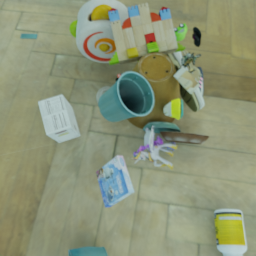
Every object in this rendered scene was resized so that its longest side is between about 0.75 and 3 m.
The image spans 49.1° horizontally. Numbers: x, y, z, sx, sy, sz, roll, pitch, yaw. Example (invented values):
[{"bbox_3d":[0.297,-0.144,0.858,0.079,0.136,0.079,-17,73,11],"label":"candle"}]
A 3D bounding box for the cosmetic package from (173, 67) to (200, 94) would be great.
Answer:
[{"bbox_3d":[1.935,-1.554,9.239,0.450,0.855,0.304,-46,34,11],"label":"cosmetic package"}]

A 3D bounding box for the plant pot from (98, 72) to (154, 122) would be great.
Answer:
[{"bbox_3d":[-0.162,-0.894,9.273,1.483,1.452,1.483,12,69,-34],"label":"plant pot"}]

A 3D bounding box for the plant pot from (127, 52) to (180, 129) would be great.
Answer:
[{"bbox_3d":[0.949,-1.528,10.684,2.470,2.650,2.470,0,67,0],"label":"plant pot"}]

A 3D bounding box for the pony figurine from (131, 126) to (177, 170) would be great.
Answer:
[{"bbox_3d":[0.969,0.737,10.227,1.513,1.260,1.460,13,81,-2],"label":"pony figurine"}]

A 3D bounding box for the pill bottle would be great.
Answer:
[{"bbox_3d":[3.399,3.604,9.295,0.938,0.938,1.675,2,65,1],"label":"pill bottle"}]

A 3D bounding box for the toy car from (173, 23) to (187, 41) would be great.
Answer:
[{"bbox_3d":[1.796,-3.706,11.774,2.007,2.133,0.476,-36,63,-14],"label":"toy car"}]

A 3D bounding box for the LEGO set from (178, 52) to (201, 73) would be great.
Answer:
[{"bbox_3d":[2.022,-2.250,9.651,0.856,1.318,0.373,-27,69,-16],"label":"LEGO set"}]

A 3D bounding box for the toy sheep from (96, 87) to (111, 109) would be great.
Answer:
[{"bbox_3d":[-0.838,-1.205,11.315,0.984,1.427,0.984,-1,101,-5],"label":"toy sheep"}]

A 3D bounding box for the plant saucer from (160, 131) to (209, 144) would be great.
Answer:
[{"bbox_3d":[2.065,0.388,10.393,1.826,1.826,0.334,5,86,2],"label":"plant saucer"}]

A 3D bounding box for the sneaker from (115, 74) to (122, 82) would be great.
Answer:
[{"bbox_3d":[-0.293,-1.713,10.570,0.383,0.906,0.339,-7,56,-9],"label":"sneaker"}]

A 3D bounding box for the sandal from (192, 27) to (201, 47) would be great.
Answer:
[{"bbox_3d":[2.513,-3.299,10.310,0.345,0.917,0.220,34,75,32],"label":"sandal"}]

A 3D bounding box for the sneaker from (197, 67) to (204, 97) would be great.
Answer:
[{"bbox_3d":[2.850,-1.937,11.981,0.649,0.555,1.582,4,67,-1],"label":"sneaker"}]

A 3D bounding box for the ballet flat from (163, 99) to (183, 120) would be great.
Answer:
[{"bbox_3d":[1.532,-0.582,9.485,0.658,1.962,0.656,-1,88,11],"label":"ballet flat"}]

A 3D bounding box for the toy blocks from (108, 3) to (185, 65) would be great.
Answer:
[{"bbox_3d":[0.520,-3.594,10.364,2.885,1.442,1.972,-12,92,1],"label":"toy blocks"}]

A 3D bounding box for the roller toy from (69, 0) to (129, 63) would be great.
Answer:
[{"bbox_3d":[-0.975,-4.006,11.865,2.381,2.611,1.824,20,57,-38],"label":"roller toy"}]

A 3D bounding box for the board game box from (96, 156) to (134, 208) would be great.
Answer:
[{"bbox_3d":[-0.463,1.741,9.074,0.275,1.260,1.266,9,52,-43],"label":"board game box"}]

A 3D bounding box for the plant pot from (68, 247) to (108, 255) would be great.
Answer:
[{"bbox_3d":[-1.221,4.345,8.907,1.136,1.209,1.209,-9,65,-21],"label":"plant pot"}]

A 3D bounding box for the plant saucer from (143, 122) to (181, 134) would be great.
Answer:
[{"bbox_3d":[1.269,-0.011,10.587,1.429,1.429,0.257,4,80,2],"label":"plant saucer"}]

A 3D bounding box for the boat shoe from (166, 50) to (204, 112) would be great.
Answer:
[{"bbox_3d":[2.456,-2.035,11.318,0.982,1.073,2.872,-19,73,-11],"label":"boat shoe"}]

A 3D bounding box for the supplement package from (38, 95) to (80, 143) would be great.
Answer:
[{"bbox_3d":[-2.525,-0.284,10.460,0.915,1.651,1.286,-18,78,-2],"label":"supplement package"}]

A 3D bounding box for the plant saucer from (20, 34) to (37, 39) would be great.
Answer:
[{"bbox_3d":[-4.749,-4.385,13.376,0.807,0.077,0.282,2,65,2],"label":"plant saucer"}]
